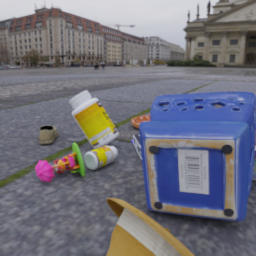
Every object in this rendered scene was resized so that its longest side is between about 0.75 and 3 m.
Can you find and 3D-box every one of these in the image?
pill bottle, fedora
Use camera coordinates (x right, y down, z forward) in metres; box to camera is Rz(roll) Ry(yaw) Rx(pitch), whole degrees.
[{"bbox_3d":[-0.901,0.989,9.622,0.626,0.626,1.146,12,19,37],"label":"pill bottle"},{"bbox_3d":[0.243,2.048,4.466,0.892,2.187,2.187,-47,37,-19],"label":"fedora"},{"bbox_3d":[-1.405,-0.335,11.150,1.198,2.192,1.198,-31,5,3],"label":"pill bottle"}]

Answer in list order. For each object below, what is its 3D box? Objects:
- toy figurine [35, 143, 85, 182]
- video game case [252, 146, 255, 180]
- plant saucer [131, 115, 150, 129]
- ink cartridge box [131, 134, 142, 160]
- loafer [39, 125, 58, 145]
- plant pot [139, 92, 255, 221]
[{"bbox_3d":[-2.179,1.181,8.686,1.349,1.100,1.466,-16,-2,-20],"label":"toy figurine"},{"bbox_3d":[3.407,1.011,8.255,2.055,1.471,0.185,8,50,27],"label":"video game case"},{"bbox_3d":[1.383,-0.221,14.543,2.417,0.390,2.417,-1,15,0],"label":"plant saucer"},{"bbox_3d":[1.722,0.617,11.011,2.918,0.639,2.945,-2,14,-8],"label":"ink cartridge box"},{"bbox_3d":[-3.550,0.178,12.507,0.756,0.671,1.988,-3,16,-11],"label":"loafer"},{"bbox_3d":[1.717,0.672,6.937,2.678,2.679,2.408,1,20,22],"label":"plant pot"}]
